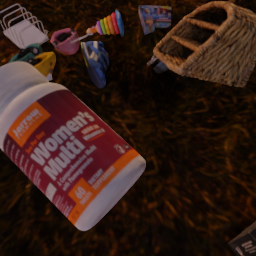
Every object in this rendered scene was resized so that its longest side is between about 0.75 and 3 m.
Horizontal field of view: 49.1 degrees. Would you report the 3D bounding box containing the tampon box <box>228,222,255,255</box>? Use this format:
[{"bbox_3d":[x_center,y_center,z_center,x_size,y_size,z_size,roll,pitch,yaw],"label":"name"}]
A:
[{"bbox_3d":[3.530,2.927,6.149,1.251,1.486,1.982,-29,63,-16],"label":"tampon box"}]

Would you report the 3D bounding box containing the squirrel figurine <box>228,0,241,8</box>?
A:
[{"bbox_3d":[4.018,-4.326,11.084,1.103,0.780,1.029,-28,72,0],"label":"squirrel figurine"}]

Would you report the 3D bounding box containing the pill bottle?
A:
[{"bbox_3d":[-1.061,0.200,4.298,2.514,1.377,1.377,42,67,11],"label":"pill bottle"}]

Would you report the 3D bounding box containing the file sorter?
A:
[{"bbox_3d":[-3.974,-3.803,10.538,1.061,0.953,1.530,-40,66,-22],"label":"file sorter"}]

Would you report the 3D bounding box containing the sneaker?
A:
[{"bbox_3d":[-1.040,-2.300,9.749,0.859,0.773,2.089,-14,61,-11],"label":"sneaker"}]

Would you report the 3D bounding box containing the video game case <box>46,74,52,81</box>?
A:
[{"bbox_3d":[-3.508,-1.349,8.980,2.079,0.187,1.489,-23,21,-13],"label":"video game case"}]

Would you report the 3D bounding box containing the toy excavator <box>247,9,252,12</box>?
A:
[{"bbox_3d":[3.751,-2.895,10.018,2.165,1.112,2.227,-14,69,-7],"label":"toy excavator"}]

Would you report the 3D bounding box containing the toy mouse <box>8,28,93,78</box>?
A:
[{"bbox_3d":[-1.986,-1.822,6.835,2.518,0.487,2.238,-25,37,6],"label":"toy mouse"}]

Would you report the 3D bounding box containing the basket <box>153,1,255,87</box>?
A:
[{"bbox_3d":[1.514,-1.820,5.574,1.455,1.394,1.954,8,26,-13],"label":"basket"}]

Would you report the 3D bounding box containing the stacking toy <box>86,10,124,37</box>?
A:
[{"bbox_3d":[-0.926,-3.901,10.815,1.446,0.794,0.839,-13,62,6],"label":"stacking toy"}]

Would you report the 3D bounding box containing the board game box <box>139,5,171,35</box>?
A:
[{"bbox_3d":[1.042,-4.281,11.139,1.313,0.405,1.313,4,60,2],"label":"board game box"}]

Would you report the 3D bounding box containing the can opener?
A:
[{"bbox_3d":[1.667,-2.866,10.291,2.426,0.647,0.811,-41,100,-22],"label":"can opener"}]
